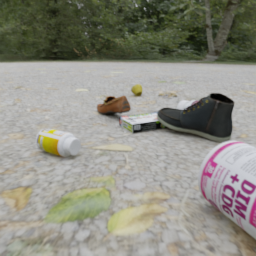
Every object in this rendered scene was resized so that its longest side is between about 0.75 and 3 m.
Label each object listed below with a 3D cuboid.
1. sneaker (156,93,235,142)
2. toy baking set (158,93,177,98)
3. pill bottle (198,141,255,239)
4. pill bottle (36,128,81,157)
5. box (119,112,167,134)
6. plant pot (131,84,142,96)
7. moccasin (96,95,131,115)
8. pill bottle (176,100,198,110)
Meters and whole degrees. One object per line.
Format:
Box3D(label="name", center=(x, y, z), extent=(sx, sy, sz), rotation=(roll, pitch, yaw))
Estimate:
Box3D(label="sneaker", center=(2.445, -0.668, 10.340), extent=(2.948, 1.566, 1.102), rotation=(17, 34, 29))
Box3D(label="toy baking set", center=(2.513, -2.018, 17.619), extent=(1.099, 0.167, 1.432), rotation=(-10, 20, -20))
Box3D(label="pill bottle", center=(2.566, 1.287, 4.917), extent=(1.469, 1.469, 2.591), rotation=(-7, 18, -22))
Box3D(label="pill bottle", center=(-2.159, 0.469, 8.735), extent=(1.351, 0.738, 0.738), rotation=(11, 21, 30))
Box3D(label="box", center=(0.901, -0.270, 11.636), extent=(2.258, 0.392, 1.243), rotation=(-8, 19, -25))
Box3D(label="plant pot", center=(0.611, -2.325, 17.780), extent=(0.756, 0.756, 0.537), rotation=(-7, 51, -21))
Box3D(label="moccasin", center=(-0.785, -1.117, 13.014), extent=(0.899, 0.949, 2.459), rotation=(-13, 7, -25))
Box3D(label="pill bottle", center=(3.006, -0.575, 11.542), extent=(1.914, 1.048, 1.048), rotation=(16, 24, 42))
